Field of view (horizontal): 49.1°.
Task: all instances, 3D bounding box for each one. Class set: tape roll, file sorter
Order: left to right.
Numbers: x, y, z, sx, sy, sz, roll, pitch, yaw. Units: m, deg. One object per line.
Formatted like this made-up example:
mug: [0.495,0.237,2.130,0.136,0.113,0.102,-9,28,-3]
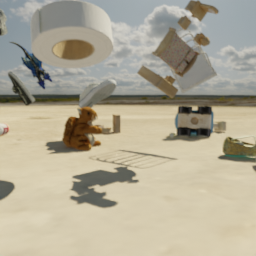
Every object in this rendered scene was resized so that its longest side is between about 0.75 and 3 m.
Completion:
tape roll: [-1.511,-2.420,7.569,2.185,0.764,2.185,-6,-13,-1]
file sorter: [2.289,-2.765,11.176,1.479,1.327,2.132,-28,43,14]

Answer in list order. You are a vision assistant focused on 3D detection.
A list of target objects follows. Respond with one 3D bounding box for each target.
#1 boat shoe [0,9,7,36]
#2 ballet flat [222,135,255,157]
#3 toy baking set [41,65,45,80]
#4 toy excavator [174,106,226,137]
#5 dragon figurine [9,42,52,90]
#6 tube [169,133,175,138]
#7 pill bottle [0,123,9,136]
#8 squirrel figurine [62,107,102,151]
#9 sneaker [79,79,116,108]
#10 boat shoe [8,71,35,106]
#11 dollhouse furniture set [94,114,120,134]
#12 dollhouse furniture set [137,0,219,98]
boat shoe: [-3.982,-3.004,8.054,0.667,0.741,2.096,-44,18,-14]
ballet flat: [4.255,0.636,9.074,2.324,0.822,0.822,4,8,30]
toy baking set: [-4.055,-3.049,12.694,0.231,1.522,1.983,-13,41,-15]
toy excavator: [3.846,-0.262,14.611,2.860,1.469,2.941,2,-2,8]
dragon figurine: [-3.434,-2.354,10.052,0.613,2.083,1.036,-33,13,-15]
tube: [2.155,0.335,13.802,0.259,0.231,0.891,40,10,8]
pill bottle: [-6.480,0.102,14.092,0.583,0.583,1.064,0,7,3]
squirrel figurine: [-1.900,-0.036,11.080,1.702,1.589,1.205,3,8,23]
sneaker: [-1.498,-1.667,12.597,2.412,0.854,0.881,-29,-24,37]
boat shoe: [-3.455,-1.230,8.859,0.377,1.184,0.418,-41,21,-20]
dollhouse furniture set: [-1.617,-0.210,15.093,2.179,0.964,1.129,-3,8,-22]
dollhouse furniture set: [1.765,-2.265,8.547,1.399,2.699,1.195,28,12,-41]
